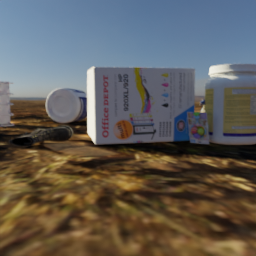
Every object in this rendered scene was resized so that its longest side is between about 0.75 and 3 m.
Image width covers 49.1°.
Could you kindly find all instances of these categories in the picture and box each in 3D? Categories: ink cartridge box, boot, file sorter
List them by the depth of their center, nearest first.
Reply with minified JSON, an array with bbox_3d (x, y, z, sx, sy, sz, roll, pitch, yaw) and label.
[{"bbox_3d":[-1.984,0.239,6.504,1.177,0.407,1.024,-7,6,11],"label":"boot"},{"bbox_3d":[0.217,-0.618,7.365,2.499,1.839,1.807,-2,7,-13],"label":"ink cartridge box"},{"bbox_3d":[-5.525,-0.998,11.717,1.315,1.896,1.180,-4,11,-36],"label":"file sorter"}]

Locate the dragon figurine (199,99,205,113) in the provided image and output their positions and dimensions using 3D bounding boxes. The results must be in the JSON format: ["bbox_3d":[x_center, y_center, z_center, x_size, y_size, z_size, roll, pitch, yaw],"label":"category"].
[{"bbox_3d":[4.327,-1.002,14.461,2.375,1.181,0.699,-7,51,-45],"label":"dragon figurine"}]

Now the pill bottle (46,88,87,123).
[{"bbox_3d":[-2.762,-1.118,14.057,1.633,1.633,2.941,1,5,9],"label":"pill bottle"}]

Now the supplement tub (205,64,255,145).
[{"bbox_3d":[2.586,-0.574,6.929,1.347,1.853,1.347,0,5,0],"label":"supplement tub"}]

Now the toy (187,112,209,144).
[{"bbox_3d":[1.610,0.035,6.527,0.467,0.812,0.192,4,25,32],"label":"toy"}]
